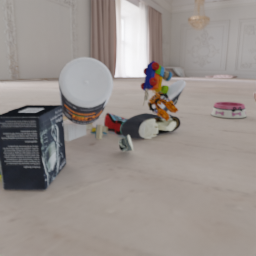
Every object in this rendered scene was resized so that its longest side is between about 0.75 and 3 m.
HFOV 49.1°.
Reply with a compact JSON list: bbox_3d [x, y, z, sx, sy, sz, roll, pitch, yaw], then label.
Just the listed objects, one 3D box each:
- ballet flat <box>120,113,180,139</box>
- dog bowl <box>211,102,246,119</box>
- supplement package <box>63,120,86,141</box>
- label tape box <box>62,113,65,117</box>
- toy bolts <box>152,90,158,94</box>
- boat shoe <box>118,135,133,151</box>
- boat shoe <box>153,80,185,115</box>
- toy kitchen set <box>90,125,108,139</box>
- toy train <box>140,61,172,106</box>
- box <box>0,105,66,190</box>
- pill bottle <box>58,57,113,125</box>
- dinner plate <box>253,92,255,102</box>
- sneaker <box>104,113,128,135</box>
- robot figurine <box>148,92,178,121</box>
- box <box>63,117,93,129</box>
[{"bbox_3d":[1.011,-0.080,10.822,2.766,1.011,1.011,-8,16,-39],"label":"ballet flat"},{"bbox_3d":[5.361,-0.960,14.920,1.811,0.668,1.811,1,14,0],"label":"dog bowl"},{"bbox_3d":[-2.189,0.045,10.841,0.635,0.633,1.083,7,16,28],"label":"supplement package"},{"bbox_3d":[-3.238,-0.538,12.848,2.559,0.810,1.845,-11,17,-37],"label":"label tape box"},{"bbox_3d":[1.422,-1.517,13.151,0.589,0.811,0.849,8,-1,-9],"label":"toy bolts"},{"bbox_3d":[-0.090,0.525,8.586,0.396,0.467,1.283,-14,-9,-3],"label":"boat shoe"},{"bbox_3d":[1.942,-1.291,12.608,0.646,1.907,0.684,38,5,-36],"label":"boat shoe"},{"bbox_3d":[-1.265,0.171,10.955,0.726,0.534,0.906,4,-6,16],"label":"toy kitchen set"},{"bbox_3d":[1.244,-1.742,12.220,1.198,2.071,0.877,16,-17,-27],"label":"toy train"},{"bbox_3d":[-2.347,0.399,7.041,1.093,1.734,1.763,1,14,4],"label":"box"},{"bbox_3d":[-1.475,-1.011,9.347,1.577,1.577,2.969,-3,-12,-12],"label":"pill bottle"},{"bbox_3d":[5.289,-0.832,10.763,0.163,1.349,1.349,-31,11,8],"label":"dinner plate"},{"bbox_3d":[-0.333,-0.095,11.657,0.898,0.745,1.880,5,16,-35],"label":"sneaker"},{"bbox_3d":[1.116,-0.757,9.318,1.088,0.789,0.317,48,5,33],"label":"robot figurine"},{"bbox_3d":[-2.312,-0.195,11.908,1.512,0.588,0.718,-12,18,-42],"label":"box"}]
